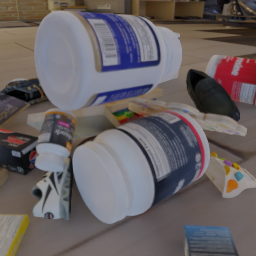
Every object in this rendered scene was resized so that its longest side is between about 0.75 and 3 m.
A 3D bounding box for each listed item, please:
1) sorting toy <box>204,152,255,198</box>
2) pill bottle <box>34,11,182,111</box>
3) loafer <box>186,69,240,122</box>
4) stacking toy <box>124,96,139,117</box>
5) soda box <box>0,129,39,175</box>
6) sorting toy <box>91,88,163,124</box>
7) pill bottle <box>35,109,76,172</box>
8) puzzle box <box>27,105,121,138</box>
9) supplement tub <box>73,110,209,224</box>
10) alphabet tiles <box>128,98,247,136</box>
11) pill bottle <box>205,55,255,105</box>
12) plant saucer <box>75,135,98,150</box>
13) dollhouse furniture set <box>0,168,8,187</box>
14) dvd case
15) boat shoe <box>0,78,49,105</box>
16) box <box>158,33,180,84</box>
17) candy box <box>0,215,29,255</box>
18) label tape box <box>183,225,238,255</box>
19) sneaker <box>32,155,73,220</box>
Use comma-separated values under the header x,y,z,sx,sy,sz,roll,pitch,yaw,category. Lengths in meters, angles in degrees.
x,y,z,sx,sy,sz,roll,pitch,yaw,category
2.242,0.982,6.039,0.986,0.585,1.095,12,21,-20,sorting toy
-0.218,-1.315,5.325,2.634,1.576,1.576,-17,30,-42,pill bottle
2.368,-0.965,8.348,0.966,0.998,2.844,-27,30,7,loafer
0.151,-0.864,6.884,0.279,0.894,1.186,13,28,13,stacking toy
-3.126,0.466,6.749,2.080,0.659,0.736,11,28,18,soda box
-0.322,-0.851,9.280,2.145,0.746,2.132,-22,28,-33,sorting toy
-1.398,0.240,5.405,0.647,0.647,1.112,3,63,6,pill bottle
-1.283,-0.089,6.950,1.974,1.313,0.251,-5,69,15,puzzle box
0.283,0.645,5.325,2.265,1.589,1.589,-20,32,-34,supplement tub
1.353,-0.224,6.838,2.707,0.198,2.648,12,-4,41,alphabet tiles
4.262,-1.692,10.100,2.730,1.532,1.532,16,30,25,pill bottle
-0.467,0.688,6.611,1.571,0.287,1.571,4,31,-3,plant saucer
-3.302,0.867,5.572,1.209,0.985,1.150,1,26,3,dollhouse furniture set
-3.957,-0.462,8.262,1.234,0.133,1.660,20,43,14,dvd case
-3.180,-1.341,10.289,2.826,1.000,1.283,-8,26,1,boat shoe
1.158,-3.203,12.753,2.086,2.097,1.371,-22,31,-39,box
-2.201,1.967,4.156,0.894,0.231,1.749,3,26,0,candy box
1.234,1.928,4.136,0.727,0.319,1.008,2,26,3,label tape box
-1.478,1.079,5.534,0.762,0.638,1.721,-1,25,-6,sneaker
